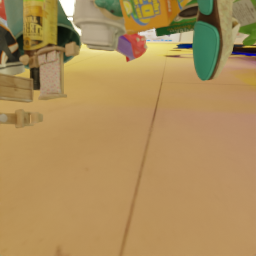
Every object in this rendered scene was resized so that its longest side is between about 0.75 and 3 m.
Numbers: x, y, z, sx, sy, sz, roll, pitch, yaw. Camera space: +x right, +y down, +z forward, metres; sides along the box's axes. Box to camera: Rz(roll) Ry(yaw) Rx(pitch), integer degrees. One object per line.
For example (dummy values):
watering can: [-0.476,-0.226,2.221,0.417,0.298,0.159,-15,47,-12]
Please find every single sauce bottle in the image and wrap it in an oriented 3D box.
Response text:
sauce bottle: [-1.930,-1.950,6.173,0.725,2.240,0.725,3,9,0]

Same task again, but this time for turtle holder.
turtle holder: [2.630,-2.666,5.004,1.588,1.484,2.090,28,-20,-4]

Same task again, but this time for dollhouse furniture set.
dollhouse furniture set: [-1.125,-0.489,3.334,1.083,0.924,0.529,-4,-3,38]

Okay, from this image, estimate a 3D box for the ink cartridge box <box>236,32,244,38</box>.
ink cartridge box: [3.547,-3.949,9.851,1.392,2.378,0.800,-7,53,-10]

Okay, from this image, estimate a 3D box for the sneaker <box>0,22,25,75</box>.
sneaker: [-2.809,-1.371,5.227,1.114,1.128,2.841,-13,18,-3]

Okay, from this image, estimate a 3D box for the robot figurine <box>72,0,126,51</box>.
robot figurine: [-0.547,-2.993,6.395,1.313,2.325,1.972,7,5,3]

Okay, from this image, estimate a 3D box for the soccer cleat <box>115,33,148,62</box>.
soccer cleat: [-0.537,-2.897,8.425,2.653,1.014,0.885,26,46,-37]

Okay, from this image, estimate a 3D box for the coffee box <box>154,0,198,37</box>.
coffee box: [1.385,-3.330,7.347,1.701,0.609,2.767,-7,-7,13]

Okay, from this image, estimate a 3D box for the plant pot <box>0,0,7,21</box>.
plant pot: [-3.450,-3.784,8.957,1.074,1.214,1.214,14,17,-17]

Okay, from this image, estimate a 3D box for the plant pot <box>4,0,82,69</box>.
plant pot: [-2.445,-2.906,7.614,1.921,1.882,1.921,-18,-16,-5]

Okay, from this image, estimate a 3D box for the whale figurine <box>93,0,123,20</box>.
whale figurine: [-0.383,-2.542,5.106,0.597,1.150,0.915,-26,35,47]

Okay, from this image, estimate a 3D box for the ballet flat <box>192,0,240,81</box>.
ballet flat: [1.272,-1.557,3.827,0.636,2.040,0.688,-22,43,-9]

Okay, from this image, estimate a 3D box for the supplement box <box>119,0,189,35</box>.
supplement box: [0.622,-2.472,4.941,0.824,0.797,2.395,2,38,28]
